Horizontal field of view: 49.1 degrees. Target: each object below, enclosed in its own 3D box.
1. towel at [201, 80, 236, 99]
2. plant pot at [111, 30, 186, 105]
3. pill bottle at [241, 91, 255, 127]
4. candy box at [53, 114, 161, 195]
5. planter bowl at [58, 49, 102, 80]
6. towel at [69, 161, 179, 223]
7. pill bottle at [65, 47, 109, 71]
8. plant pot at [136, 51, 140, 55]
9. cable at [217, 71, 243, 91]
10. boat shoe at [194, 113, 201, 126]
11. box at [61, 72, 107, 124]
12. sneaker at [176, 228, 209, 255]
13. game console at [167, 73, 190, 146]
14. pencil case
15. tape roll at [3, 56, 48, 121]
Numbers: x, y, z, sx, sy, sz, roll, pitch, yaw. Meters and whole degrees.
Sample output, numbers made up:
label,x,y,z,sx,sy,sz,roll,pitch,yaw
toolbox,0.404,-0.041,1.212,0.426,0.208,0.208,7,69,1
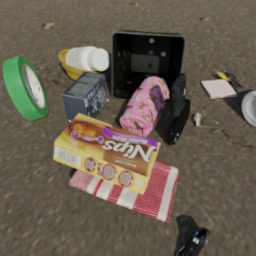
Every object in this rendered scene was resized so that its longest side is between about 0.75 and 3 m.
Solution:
label,x,y,z,sx,sy,sz,roll,pitch,yaw
towel,4.237,-1.825,13.163,1.260,0.213,1.320,-6,41,-5
plant pot,0.946,-3.017,12.746,2.954,2.961,2.627,6,30,7
pill bottle,5.984,-0.990,11.218,2.433,1.455,1.455,-15,43,-18
candy box,-0.589,0.721,8.547,2.871,0.811,1.675,19,37,7
planter bowl,-2.263,-2.913,13.689,2.364,0.985,2.364,11,35,-8
towel,0.010,1.509,8.612,2.988,0.340,2.152,19,36,7
pill bottle,-1.891,-3.166,13.137,1.224,1.224,2.141,-34,30,-33
plant pot,0.035,-3.975,15.094,1.203,1.124,1.124,-11,37,21
cable,5.015,-2.207,13.489,0.845,0.438,1.739,5,42,-28
boat shoe,2.799,-0.320,11.367,0.269,0.294,0.787,5,34,16
box,-1.717,-1.195,11.481,1.023,1.418,1.910,13,43,16
sneaker,1.592,3.003,7.058,0.459,0.703,1.257,30,56,29
game console,1.784,-0.724,9.758,0.338,2.806,1.655,18,55,22
pencil case,0.710,-0.862,11.202,1.241,1.188,2.869,-11,34,37
tape roll,-3.960,-1.529,10.990,0.602,2.507,2.507,-18,42,1
